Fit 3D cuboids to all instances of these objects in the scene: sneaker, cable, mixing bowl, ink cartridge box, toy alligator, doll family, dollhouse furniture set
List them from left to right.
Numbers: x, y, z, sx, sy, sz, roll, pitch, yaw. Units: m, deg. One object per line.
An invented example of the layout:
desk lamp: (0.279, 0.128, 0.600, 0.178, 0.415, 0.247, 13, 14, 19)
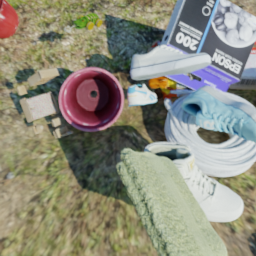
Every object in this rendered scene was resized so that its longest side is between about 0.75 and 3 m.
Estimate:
mixing bowl: (-5.192, -4.419, 11.703, 1.705, 0.924, 1.705, -20, 59, 39)
dollhouse furniture set: (-2.349, -0.603, 8.041, 1.000, 0.854, 1.929, -24, 97, -43)
toy alligator: (-1.257, -3.107, 8.177, 0.493, 0.357, 1.487, 39, 47, 13)
sneaker: (0.455, -1.016, 8.465, 0.579, 0.611, 1.514, -4, 7, 25)
doll family: (1.269, -2.040, 9.407, 1.487, 1.079, 2.396, -7, 79, -1)
sneaker: (1.047, -1.843, 7.530, 2.237, 0.817, 0.792, -4, 88, 23)
sneaker: (1.616, 1.320, 6.965, 2.846, 1.644, 1.048, 18, 52, 12)
ink cartridge box: (2.487, -2.571, 8.717, 2.802, 0.614, 2.828, 20, 92, -17)
cable: (2.510, 0.112, 8.285, 2.860, 0.990, 2.860, 0, 53, 2)
sneaker: (2.392, -0.185, 7.272, 1.081, 0.976, 2.639, -32, 36, -11)
ink cartridge box: (4.892, -2.679, 10.702, 2.436, 0.855, 2.998, 2, 56, 2)

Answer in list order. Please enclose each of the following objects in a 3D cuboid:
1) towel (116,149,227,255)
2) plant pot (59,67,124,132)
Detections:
towel: (0.827, 1.501, 5.258, 1.836, 0.452, 2.475, 11, 45, -50)
plant pot: (-1.098, -0.925, 8.554, 1.826, 1.826, 1.635, -6, 13, -5)
